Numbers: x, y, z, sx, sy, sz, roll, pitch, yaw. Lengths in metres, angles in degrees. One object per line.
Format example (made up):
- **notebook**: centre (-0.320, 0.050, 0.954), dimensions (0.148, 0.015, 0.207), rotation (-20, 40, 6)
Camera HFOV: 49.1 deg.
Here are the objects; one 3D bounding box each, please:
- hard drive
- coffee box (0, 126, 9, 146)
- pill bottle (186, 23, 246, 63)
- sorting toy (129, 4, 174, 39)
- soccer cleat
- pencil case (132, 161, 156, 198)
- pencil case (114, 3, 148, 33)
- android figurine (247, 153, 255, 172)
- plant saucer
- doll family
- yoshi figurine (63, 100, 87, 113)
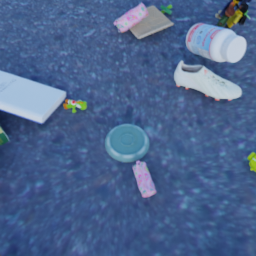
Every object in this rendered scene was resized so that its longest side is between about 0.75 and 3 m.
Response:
- **hard drive**: centre (-3.837, -1.140, 9.906), dimensions (2.695, 0.342, 1.778), rotation (18, 40, 6)
- **coffee box**: centre (-5.645, 0.444, 9.023), dimensions (2.956, 0.650, 1.818), rotation (-32, 61, -20)
- **pill bottle**: centre (3.379, -3.279, 10.890), dimensions (1.221, 1.221, 2.246), rotation (-25, 36, -17)
- **sorting toy**: centre (1.205, -5.034, 13.060), dimensions (2.688, 0.396, 1.987), rotation (-26, 54, -13)
- **soccer cleat**: centre (2.914, -1.726, 10.270), dimensions (2.530, 0.981, 0.877), rotation (19, 45, 15)
- **pencil case**: centre (0.468, 1.528, 8.383), dimensions (0.468, 0.468, 1.070), rotation (-13, 57, -9)
- **pencil case**: centre (0.130, -4.827, 12.326), dimensions (1.515, 0.662, 0.662), rotation (-28, 54, 16)
- **android figurine**: centre (4.180, 1.120, 8.766), dimensions (0.866, 0.195, 0.952), rotation (37, 54, 27)
- **plant saucer**: centre (-0.033, 0.440, 9.316), dimensions (1.492, 0.204, 1.492), rotation (0, 56, 0)
- **doll family**: centre (4.711, -5.151, 12.193), dimensions (1.167, 1.719, 2.973), rotation (30, 62, -7)
- **yoshi figurine**: centre (-1.864, -0.803, 10.144), dimensions (0.855, 0.481, 0.479), rotation (3, 13, 19)
